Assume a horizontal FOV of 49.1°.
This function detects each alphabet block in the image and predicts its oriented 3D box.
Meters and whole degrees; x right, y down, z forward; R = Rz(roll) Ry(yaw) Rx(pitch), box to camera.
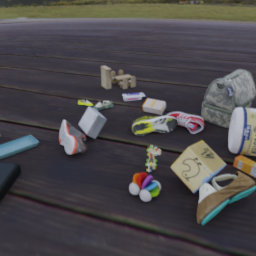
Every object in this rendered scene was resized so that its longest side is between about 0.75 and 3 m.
[{"bbox_3d":[2.048,1.114,8.196,1.003,0.979,0.984,48,34,21],"label":"alphabet block"}]

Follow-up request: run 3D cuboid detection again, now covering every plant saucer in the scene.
[{"bbox_3d":[-4.388,0.802,10.150,2.152,0.204,0.752,-21,34,-36],"label":"plant saucer"}]

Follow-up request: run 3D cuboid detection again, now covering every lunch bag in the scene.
[{"bbox_3d":[4.446,-1.385,12.310,1.703,2.050,2.445,23,35,37],"label":"lunch bag"}]

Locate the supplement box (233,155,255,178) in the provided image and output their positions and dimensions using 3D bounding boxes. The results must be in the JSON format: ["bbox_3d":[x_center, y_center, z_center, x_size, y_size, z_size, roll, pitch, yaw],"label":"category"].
[{"bbox_3d":[3.969,1.291,9.003,0.362,0.374,1.087,-16,33,-35],"label":"supplement box"}]

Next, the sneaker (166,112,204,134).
[{"bbox_3d":[2.347,-0.214,11.669,1.646,0.586,0.926,6,25,6],"label":"sneaker"}]

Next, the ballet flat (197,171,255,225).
[{"bbox_3d":[2.468,1.746,7.507,2.315,0.785,0.837,-20,56,-29],"label":"ballet flat"}]

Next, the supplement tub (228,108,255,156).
[{"bbox_3d":[4.782,0.201,9.701,2.286,1.651,1.651,7,28,13],"label":"supplement tub"}]

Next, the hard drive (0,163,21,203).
[{"bbox_3d":[-4.850,1.643,8.225,2.724,0.448,1.901,2,27,4],"label":"hard drive"}]

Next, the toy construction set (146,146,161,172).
[{"bbox_3d":[0.773,0.927,9.026,0.430,0.934,0.612,13,41,1],"label":"toy construction set"}]

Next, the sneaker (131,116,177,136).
[{"bbox_3d":[1.052,-0.240,11.563,1.956,0.728,0.828,-6,28,-11],"label":"sneaker"}]

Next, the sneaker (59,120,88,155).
[{"bbox_3d":[-2.049,0.400,10.543,0.838,0.788,2.046,8,26,-30],"label":"sneaker"}]

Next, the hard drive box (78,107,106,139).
[{"bbox_3d":[-1.447,-0.229,11.176,0.447,0.906,1.163,28,7,-33],"label":"hard drive box"}]

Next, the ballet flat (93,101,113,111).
[{"bbox_3d":[-1.257,-1.094,13.584,1.119,0.415,0.415,-17,32,-29],"label":"ballet flat"}]

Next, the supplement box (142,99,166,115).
[{"bbox_3d":[1.236,-1.010,13.279,0.951,0.350,0.599,14,51,25],"label":"supplement box"}]

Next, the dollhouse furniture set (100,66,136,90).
[{"bbox_3d":[-0.641,-3.067,16.496,1.771,1.176,1.552,-15,31,-26],"label":"dollhouse furniture set"}]

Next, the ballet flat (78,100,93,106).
[{"bbox_3d":[-2.140,-1.245,13.978,0.783,0.263,0.262,8,20,13],"label":"ballet flat"}]

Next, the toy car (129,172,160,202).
[{"bbox_3d":[0.502,1.614,8.045,0.870,0.652,0.761,25,36,31],"label":"toy car"}]

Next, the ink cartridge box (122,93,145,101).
[{"bbox_3d":[0.297,-1.645,14.826,1.165,0.216,0.552,-8,28,-10],"label":"ink cartridge box"}]
